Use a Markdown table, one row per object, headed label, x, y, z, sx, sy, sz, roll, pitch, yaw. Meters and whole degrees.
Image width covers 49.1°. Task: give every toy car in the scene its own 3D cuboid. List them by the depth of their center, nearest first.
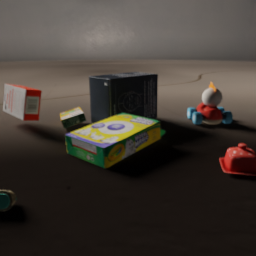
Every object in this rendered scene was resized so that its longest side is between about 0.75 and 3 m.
| label | x | y | z | sx | sy | sz | roll | pitch | yaw |
| --- | --- | --- | --- | --- | --- | --- | --- | --- | --- |
| toy car | 3.094 | -0.983 | 10.554 | 1.403 | 1.523 | 1.347 | -1 | 17 | -4 |

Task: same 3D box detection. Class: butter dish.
| label | x | y | z | sx | sy | sz | roll | pitch | yaw |
| --- | --- | --- | --- | --- | --- | --- | --- | --- | --- |
| butter dish | 2.665 | 0.688 | 6.591 | 0.885 | 0.656 | 0.887 | 4 | 17 | 10 |

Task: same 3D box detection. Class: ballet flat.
| label | x | y | z | sx | sy | sz | roll | pitch | yaw |
| --- | --- | --- | --- | --- | --- | --- | --- | --- | --- |
| ballet flat | -2.756 | 1.308 | 5.091 | 1.412 | 0.479 | 0.532 | 3 | -6 | -8 |

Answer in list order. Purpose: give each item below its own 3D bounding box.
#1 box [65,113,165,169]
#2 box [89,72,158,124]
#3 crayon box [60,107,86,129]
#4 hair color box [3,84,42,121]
| label | x | y | z | sx | sy | sz | roll | pitch | yaw |
| --- | --- | --- | --- | --- | --- | --- | --- | --- | --- |
| box | -0.241 | 0.204 | 7.988 | 1.562 | 0.644 | 2.663 | 14 | 24 | 38 |
| box | -0.132 | -1.108 | 10.530 | 2.379 | 1.765 | 1.274 | -14 | 22 | -40 |
| crayon box | -2.029 | -0.388 | 10.207 | 0.814 | 0.334 | 1.295 | -20 | 18 | -10 |
| hair color box | -3.784 | -0.933 | 9.917 | 0.609 | 1.056 | 1.904 | -1 | 13 | -44 |
